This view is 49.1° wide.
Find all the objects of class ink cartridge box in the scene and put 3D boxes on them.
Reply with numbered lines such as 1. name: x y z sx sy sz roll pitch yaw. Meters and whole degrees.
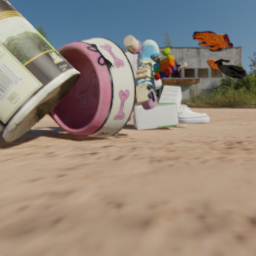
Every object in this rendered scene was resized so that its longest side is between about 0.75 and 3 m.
1. ink cartridge box: 0.890 -0.460 10.074 1.399 0.807 1.915 -6 5 -2
2. ink cartridge box: 0.196 -2.324 12.120 2.187 1.604 1.597 -10 2 3

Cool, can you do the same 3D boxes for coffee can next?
1. coffee can: -2.725 -1.410 5.711 2.078 2.840 2.078 -44 7 7

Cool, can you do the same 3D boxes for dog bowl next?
1. dog bowl: -1.034 -0.914 6.726 2.471 2.471 0.911 4 10 41

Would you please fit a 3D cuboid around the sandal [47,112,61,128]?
1. sandal: -2.207 -0.945 8.089 1.051 2.616 0.706 -38 47 -11

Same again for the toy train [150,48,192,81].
1. toy train: 1.363 -2.177 9.023 0.652 0.891 1.540 -22 1 -38

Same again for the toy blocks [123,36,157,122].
1. toy blocks: -0.111 -1.166 8.065 2.273 2.124 1.914 -12 -19 25

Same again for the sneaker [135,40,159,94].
1. sneaker: 0.698 -1.849 9.798 0.884 2.222 1.450 5 24 -5

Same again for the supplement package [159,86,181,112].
1. supplement package: 1.742 -1.059 11.665 0.706 1.204 0.704 7 -32 22

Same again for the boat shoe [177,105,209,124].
1. boat shoe: 2.320 -0.671 12.674 2.608 0.871 0.959 2 6 23

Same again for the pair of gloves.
1. pair of gloves: 2.783 -2.234 8.656 1.907 0.236 1.699 44 -2 -32
